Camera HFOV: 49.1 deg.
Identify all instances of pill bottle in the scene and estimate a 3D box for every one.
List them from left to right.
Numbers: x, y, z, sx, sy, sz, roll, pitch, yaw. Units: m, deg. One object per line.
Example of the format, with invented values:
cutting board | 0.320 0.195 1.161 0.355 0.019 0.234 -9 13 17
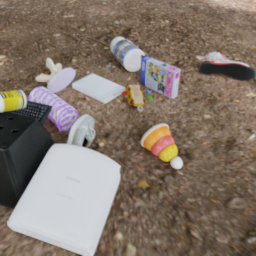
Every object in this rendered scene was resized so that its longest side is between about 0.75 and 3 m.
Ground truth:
pill bottle | -3.520 -0.760 8.081 0.562 0.562 1.000 31 32 33
pill bottle | -0.098 -3.904 14.632 1.193 1.193 2.096 -16 42 -20

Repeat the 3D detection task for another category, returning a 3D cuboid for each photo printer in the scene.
photo printer | -1.450 1.652 7.236 2.164 0.903 2.601 18 52 5

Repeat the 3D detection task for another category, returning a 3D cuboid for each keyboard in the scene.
keyboard | -4.051 -0.448 10.376 2.414 0.310 1.450 13 66 27

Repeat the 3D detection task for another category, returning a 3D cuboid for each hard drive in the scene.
hard drive | -1.357 -1.833 12.765 2.062 0.275 1.360 27 45 31

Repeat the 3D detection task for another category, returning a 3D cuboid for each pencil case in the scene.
pencil case | -2.943 -0.759 10.810 2.367 0.993 1.012 31 48 33

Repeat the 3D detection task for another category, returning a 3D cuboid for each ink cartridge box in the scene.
ink cartridge box | 1.263 -2.320 12.521 0.468 1.331 2.230 -31 48 -32

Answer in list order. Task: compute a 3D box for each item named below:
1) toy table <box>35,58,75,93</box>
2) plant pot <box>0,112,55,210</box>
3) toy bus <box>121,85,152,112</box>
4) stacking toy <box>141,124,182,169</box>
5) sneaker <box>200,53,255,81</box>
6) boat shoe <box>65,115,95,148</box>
toy table | -3.280 -2.329 12.638 0.936 1.469 1.599 34 40 13
plant pot | -3.465 0.741 8.137 2.194 1.946 2.189 11 39 15
toy bus | 0.281 -1.209 11.661 1.126 0.617 1.193 37 56 1
stacking toy | 1.217 0.715 9.135 1.106 1.106 1.513 -21 59 -25
sneaker | 4.982 -3.144 13.945 2.614 0.873 1.401 11 42 18
boat shoe | -1.567 0.642 9.104 0.863 0.991 2.690 13 43 6
